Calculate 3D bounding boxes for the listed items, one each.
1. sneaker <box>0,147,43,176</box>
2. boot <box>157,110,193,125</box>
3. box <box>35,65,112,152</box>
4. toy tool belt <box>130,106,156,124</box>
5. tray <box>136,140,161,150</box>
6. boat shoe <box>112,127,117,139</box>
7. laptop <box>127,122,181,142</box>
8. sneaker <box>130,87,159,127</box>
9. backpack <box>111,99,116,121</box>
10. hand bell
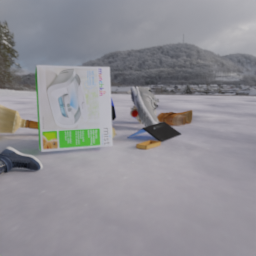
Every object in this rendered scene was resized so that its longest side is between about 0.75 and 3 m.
[{"bbox_3d":[-2.332,0.795,5.791,0.949,0.361,0.686,19,29,9],"label":"sneaker"},{"bbox_3d":[2.246,-0.544,13.288,1.367,0.651,1.766,7,13,31],"label":"boot"},{"bbox_3d":[-1.534,-0.541,7.902,1.979,2.243,1.085,-2,2,-20],"label":"box"},{"bbox_3d":[0.547,-0.702,13.332,1.482,0.926,0.911,4,14,-35],"label":"toy tool belt"},{"bbox_3d":[0.605,0.504,8.289,0.372,0.140,0.755,6,10,38],"label":"tray"},{"bbox_3d":[-0.844,0.062,9.512,0.530,0.620,1.692,-12,13,-31],"label":"boat shoe"},{"bbox_3d":[0.890,0.273,9.641,1.300,0.753,1.217,38,34,30],"label":"laptop"},{"bbox_3d":[0.892,-1.024,12.028,1.076,0.980,2.623,-13,47,-8],"label":"sneaker"},{"bbox_3d":[-1.514,-0.840,12.085,1.691,1.419,1.374,-19,-30,-6],"label":"backpack"},{"bbox_3d":[-3.469,-0.108,9.921,2.880,1.500,1.500,11,5,-20],"label":"hand bell"}]
